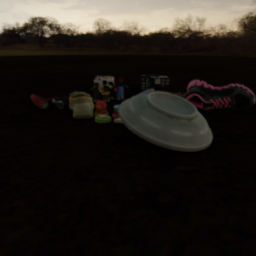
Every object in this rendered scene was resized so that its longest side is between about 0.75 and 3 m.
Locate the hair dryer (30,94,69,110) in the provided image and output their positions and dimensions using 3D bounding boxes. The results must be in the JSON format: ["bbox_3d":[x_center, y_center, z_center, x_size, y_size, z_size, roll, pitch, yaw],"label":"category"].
[{"bbox_3d":[-3.414,-1.119,12.079,1.716,0.466,1.307,13,20,1],"label":"hair dryer"}]

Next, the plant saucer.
[{"bbox_3d":[1.169,-0.420,8.146,2.864,0.719,2.864,12,28,-7],"label":"plant saucer"}]

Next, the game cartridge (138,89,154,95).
[{"bbox_3d":[0.677,-1.226,11.616,0.976,0.650,0.200,-27,48,-10],"label":"game cartridge"}]

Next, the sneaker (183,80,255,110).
[{"bbox_3d":[3.604,-1.117,11.508,2.911,1.150,1.388,12,43,34],"label":"sneaker"}]

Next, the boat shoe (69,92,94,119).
[{"bbox_3d":[-1.899,-1.107,11.302,1.008,0.869,2.763,-3,18,-8],"label":"boat shoe"}]

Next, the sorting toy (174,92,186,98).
[{"bbox_3d":[2.515,-1.493,13.385,0.890,0.312,1.845,13,23,35],"label":"sorting toy"}]

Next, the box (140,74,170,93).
[{"bbox_3d":[1.439,-2.391,15.207,1.031,0.863,1.388,-10,21,-28],"label":"box"}]

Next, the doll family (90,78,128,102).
[{"bbox_3d":[-0.867,-1.817,13.177,1.819,1.052,0.714,-15,23,-39],"label":"doll family"}]

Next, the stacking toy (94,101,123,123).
[{"bbox_3d":[-0.631,-0.626,10.317,1.375,0.581,1.244,1,18,3],"label":"stacking toy"}]

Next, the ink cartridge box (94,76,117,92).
[{"bbox_3d":[-1.157,-2.479,15.771,1.431,0.684,1.630,0,18,-3],"label":"ink cartridge box"}]
